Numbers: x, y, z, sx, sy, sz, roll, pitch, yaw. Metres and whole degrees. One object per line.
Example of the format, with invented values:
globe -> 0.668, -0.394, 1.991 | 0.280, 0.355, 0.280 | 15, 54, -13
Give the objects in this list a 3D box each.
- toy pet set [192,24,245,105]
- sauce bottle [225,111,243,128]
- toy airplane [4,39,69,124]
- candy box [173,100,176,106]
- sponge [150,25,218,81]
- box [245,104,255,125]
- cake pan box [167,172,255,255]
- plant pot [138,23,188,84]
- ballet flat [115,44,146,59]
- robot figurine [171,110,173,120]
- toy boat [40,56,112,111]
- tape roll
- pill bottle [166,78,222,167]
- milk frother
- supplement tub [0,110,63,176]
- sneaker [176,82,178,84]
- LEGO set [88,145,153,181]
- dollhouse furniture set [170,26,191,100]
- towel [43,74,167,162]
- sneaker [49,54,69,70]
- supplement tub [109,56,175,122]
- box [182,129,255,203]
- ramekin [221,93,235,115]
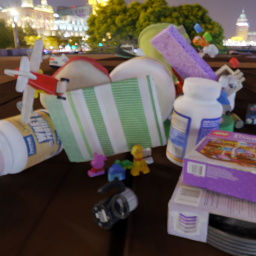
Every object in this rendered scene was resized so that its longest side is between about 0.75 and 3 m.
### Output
toy pet set -> 2.361, -1.586, 8.103 | 1.081, 1.901, 2.036 | -37, 48, 13
sauce bottle -> 3.748, -0.330, 9.980 | 0.319, 0.319, 0.987 | -1, 27, -4
toy airplane -> -1.944, -0.935, 5.660 | 0.934, 1.318, 1.324 | 8, 41, 30
candy box -> 2.695, -1.256, 13.494 | 1.071, 0.383, 0.899 | -4, 19, -13
sponge -> 1.528, -1.891, 7.754 | 0.289, 1.936, 1.080 | -50, 16, -12
box -> 5.495, -0.518, 11.269 | 1.341, 0.370, 1.964 | 8, 20, 23
cake pan box -> 2.171, 1.307, 5.285 | 2.398, 0.681, 2.604 | 5, 19, 20
plant pot -> 1.646, -3.323, 13.921 | 2.642, 2.642, 2.429 | 4, 61, 12
ballet flat -> 0.212, -2.850, 10.751 | 1.479, 0.506, 0.503 | 16, 30, 0
robot figurine -> 1.760, -0.645, 8.603 | 0.346, 0.862, 1.189 | 33, 75, 30
toy boat -> -1.371, -1.149, 7.247 | 1.294, 1.983, 1.296 | 34, 35, -33
tape roll -> 2.232, -0.052, 9.485 | 2.496, 0.600, 2.496 | -1, 19, 0
pill bottle -> 1.708, -0.141, 7.151 | 1.189, 2.123, 1.189 | 6, 22, -2
milk frother -> -0.108, 1.363, 4.988 | 0.804, 0.726, 0.757 | 11, 22, 37
supplement tub -> -2.668, 0.349, 7.095 | 1.329, 1.329, 1.837 | 11, 22, 30
sneaker -> 2.792, -1.794, 14.689 | 1.034, 0.973, 2.525 | -25, 19, -15
LEGO set -> -0.020, 0.752, 6.813 | 1.789, 0.734, 0.682 | -9, 21, -29
dollhouse furniture set -> 2.084, -2.030, 11.021 | 1.410, 2.736, 2.707 | -18, -22, 22
towel -> -0.485, -0.157, 6.889 | 2.601, 1.984, 0.304 | -12, 29, 6
sneaker -> -2.073, -2.240, 9.485 | 1.151, 0.538, 0.405 | 5, -11, -11
supplement tub -> 0.478, -1.267, 9.308 | 2.101, 2.101, 2.905 | 3, 18, 8
box -> 2.643, 0.740, 5.074 | 2.821, 0.551, 1.930 | 11, 21, 29
ramekin -> 3.338, -1.033, 11.056 | 1.736, 0.808, 1.736 | 2, -25, 1
